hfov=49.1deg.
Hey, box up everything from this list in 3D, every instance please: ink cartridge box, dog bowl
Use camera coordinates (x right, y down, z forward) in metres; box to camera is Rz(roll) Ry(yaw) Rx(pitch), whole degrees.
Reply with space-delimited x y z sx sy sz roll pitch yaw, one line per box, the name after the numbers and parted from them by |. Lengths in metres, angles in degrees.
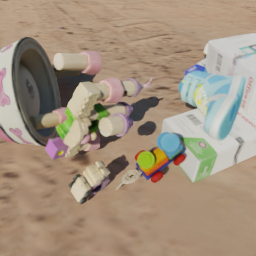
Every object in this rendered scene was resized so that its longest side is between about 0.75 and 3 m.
2.611 -1.943 9.453 0.698 0.328 1.484 31 49 33 | ink cartridge box
-2.389 -0.738 6.434 0.911 2.471 2.471 -7 39 6 | dog bowl
1.933 0.215 6.428 1.915 0.807 1.399 -17 46 -20 | ink cartridge box
3.327 -1.348 7.617 1.597 1.604 2.187 -13 40 -12 | ink cartridge box

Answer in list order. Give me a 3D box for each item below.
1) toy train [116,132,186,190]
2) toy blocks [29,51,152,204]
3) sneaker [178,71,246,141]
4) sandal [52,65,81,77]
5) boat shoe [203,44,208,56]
0.328 0.673 5.093 1.540 0.891 0.652 -37 72 -1 | toy train
-0.513 -0.127 5.873 1.914 2.124 2.273 -12 56 -49 | toy blocks
1.651 -0.561 6.151 1.450 0.884 2.222 16 35 24 | sneaker
-2.684 -1.513 8.571 2.616 0.706 1.051 -4 26 3 | sandal
3.263 -2.553 9.484 1.362 0.472 0.482 16 9 5 | boat shoe
